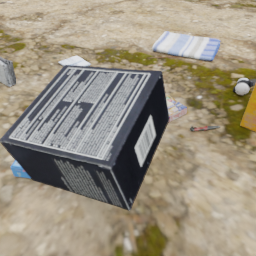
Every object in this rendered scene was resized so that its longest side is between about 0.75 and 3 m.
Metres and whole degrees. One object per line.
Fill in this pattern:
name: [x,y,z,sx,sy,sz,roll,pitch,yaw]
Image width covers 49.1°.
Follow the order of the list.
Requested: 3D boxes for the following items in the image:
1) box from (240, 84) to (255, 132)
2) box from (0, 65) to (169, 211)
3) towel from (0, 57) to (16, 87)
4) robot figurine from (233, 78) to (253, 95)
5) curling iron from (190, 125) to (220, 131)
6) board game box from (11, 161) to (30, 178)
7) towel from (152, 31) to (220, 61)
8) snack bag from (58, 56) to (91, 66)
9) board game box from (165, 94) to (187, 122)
box: [4.239,-1.549,8.259,0.620,2.991,1.780,23,45,26]
box: [-0.577,0.014,4.760,1.987,1.235,2.003,11,52,25]
towel: [-4.681,-2.162,10.592,0.846,1.021,0.437,30,46,30]
robot figurine: [4.199,-1.511,10.226,0.488,0.588,0.782,30,45,9]
curling iron: [2.377,-0.017,8.658,0.984,0.126,0.244,-5,39,-6]
board game box: [-1.665,0.705,7.535,2.251,0.412,1.703,6,40,8]
towel: [2.781,-3.934,13.310,2.903,0.346,2.132,16,42,18]
snack bag: [-2.309,-2.789,12.078,1.006,0.114,1.067,-27,47,-30]
board game box: [1.225,-0.709,9.384,0.908,0.277,1.198,-24,45,-27]
